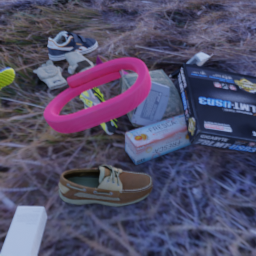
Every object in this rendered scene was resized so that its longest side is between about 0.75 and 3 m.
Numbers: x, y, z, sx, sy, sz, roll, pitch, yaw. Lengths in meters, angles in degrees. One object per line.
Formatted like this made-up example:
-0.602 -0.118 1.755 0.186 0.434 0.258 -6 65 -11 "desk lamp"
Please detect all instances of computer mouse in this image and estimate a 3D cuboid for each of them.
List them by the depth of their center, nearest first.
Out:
1.873 -1.532 10.290 1.263 0.481 1.824 -17 54 49 "computer mouse"

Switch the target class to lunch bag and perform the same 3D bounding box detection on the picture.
0.766 -0.972 9.680 1.731 1.241 2.111 -11 47 -17 "lunch bag"

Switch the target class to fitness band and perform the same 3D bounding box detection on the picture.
-0.769 -0.805 6.803 2.733 0.511 1.962 -21 40 8 "fitness band"

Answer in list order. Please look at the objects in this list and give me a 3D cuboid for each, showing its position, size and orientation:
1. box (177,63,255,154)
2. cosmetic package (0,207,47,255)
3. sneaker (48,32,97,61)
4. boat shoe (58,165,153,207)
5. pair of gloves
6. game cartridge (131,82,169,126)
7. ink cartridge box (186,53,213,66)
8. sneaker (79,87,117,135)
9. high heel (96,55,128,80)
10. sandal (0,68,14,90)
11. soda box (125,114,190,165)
3.100 -0.631 8.685 2.883 0.716 2.862 9 50 -11 "box"
-2.261 2.377 6.149 0.646 0.470 1.270 1 41 2 "cosmetic package"
-2.661 -4.167 13.742 2.687 1.067 1.054 -29 46 -33 "sneaker"
-0.557 1.397 6.973 2.369 0.875 0.896 -4 41 -7 "boat shoe"
-2.689 -2.485 12.166 2.424 0.425 2.061 -28 51 -26 "pair of gloves"
0.720 -0.694 8.550 0.905 1.357 0.275 16 14 -15 "game cartridge"
2.753 -2.637 11.572 0.359 1.216 1.519 51 43 4 "ink cartridge box"
-0.935 -0.497 8.822 0.665 0.674 1.765 13 45 -61 "sneaker"
-0.646 -2.583 11.977 1.643 0.788 0.553 23 44 25 "high heel"
-4.840 -1.730 10.494 1.453 0.578 0.633 -40 41 9 "sandal"
1.038 0.296 8.448 2.232 0.763 0.710 -17 43 -21 "soda box"
